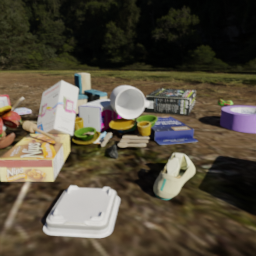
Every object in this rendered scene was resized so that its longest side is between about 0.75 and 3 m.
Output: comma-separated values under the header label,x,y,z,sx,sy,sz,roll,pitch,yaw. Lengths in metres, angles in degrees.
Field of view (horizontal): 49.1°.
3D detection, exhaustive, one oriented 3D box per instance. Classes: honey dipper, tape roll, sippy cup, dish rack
label,x,y,z,sx,sy,sz,roll,pitch,yaw
honey dipper,-2.194,0.127,7.175,1.345,0.255,0.255,20,24,32
tape roll,4.708,-0.372,11.009,2.044,0.671,2.044,0,14,0
sippy cup,-0.125,-0.094,10.247,0.587,0.629,0.801,-27,-11,-38
dish rack,-0.792,1.432,5.095,1.187,0.301,1.384,2,16,5

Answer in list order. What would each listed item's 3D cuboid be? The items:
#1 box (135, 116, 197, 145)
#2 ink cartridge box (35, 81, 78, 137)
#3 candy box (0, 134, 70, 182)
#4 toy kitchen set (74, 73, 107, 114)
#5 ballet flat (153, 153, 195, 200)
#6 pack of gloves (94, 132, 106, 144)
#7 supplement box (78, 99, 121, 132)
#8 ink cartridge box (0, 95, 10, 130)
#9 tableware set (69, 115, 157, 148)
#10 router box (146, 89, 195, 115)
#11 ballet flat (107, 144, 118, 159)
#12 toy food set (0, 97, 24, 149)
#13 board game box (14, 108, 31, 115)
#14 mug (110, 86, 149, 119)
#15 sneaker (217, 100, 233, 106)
label,x,y,z,sx,sy,sz,roll,pitch,yaw
box,1.319,0.027,10.025,1.442,0.386,2.380,-4,18,-17
ink cartridge box,-2.227,-0.484,8.767,1.187,1.642,0.695,-19,-33,41
candy box,-2.290,0.696,7.221,1.207,0.578,2.091,0,15,-1
toy kitchen set,-2.599,-1.705,13.859,2.372,1.744,2.960,-10,18,-31
ballet flat,1.104,0.919,6.288,0.688,0.688,1.981,6,16,21
pack of gloves,-1.078,0.277,9.529,0.808,0.190,0.962,8,17,23
supplement box,-1.062,-0.530,11.065,0.961,0.941,1.860,6,16,22
ink cartridge box,-5.693,-0.535,10.801,1.899,1.079,2.605,-4,16,-15
tableware set,-0.581,-0.048,9.195,2.939,0.451,1.980,0,26,17
router box,2.263,-1.392,14.364,2.083,0.864,2.780,5,17,18
ballet flat,-0.439,0.688,8.083,0.294,0.251,0.884,-40,12,7
toy food set,-3.854,0.207,7.996,1.662,0.923,2.825,-33,9,30
board game box,-5.210,-0.790,13.511,0.772,0.159,0.774,-13,20,-41
mug,0.061,-0.959,10.066,1.462,1.080,1.282,5,13,-20
sneaker,5.319,-1.336,15.373,0.380,0.348,0.907,15,3,-42
